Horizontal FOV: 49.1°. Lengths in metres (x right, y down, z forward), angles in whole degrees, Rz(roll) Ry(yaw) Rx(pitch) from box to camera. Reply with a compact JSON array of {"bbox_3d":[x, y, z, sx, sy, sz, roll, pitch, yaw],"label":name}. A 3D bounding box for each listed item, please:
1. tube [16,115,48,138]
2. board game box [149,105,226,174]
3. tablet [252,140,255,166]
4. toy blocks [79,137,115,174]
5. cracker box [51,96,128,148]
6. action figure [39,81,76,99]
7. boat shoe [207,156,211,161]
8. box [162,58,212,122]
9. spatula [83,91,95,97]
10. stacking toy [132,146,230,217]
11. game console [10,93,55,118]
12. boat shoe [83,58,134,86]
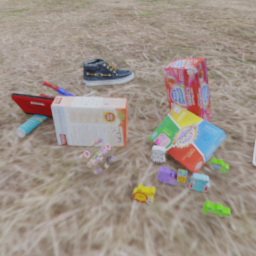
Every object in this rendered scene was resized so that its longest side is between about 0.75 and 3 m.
[{"bbox_3d":[-3.844,-0.141,11.129,0.592,0.385,1.530,15,30,8],"label":"tube"},{"bbox_3d":[1.941,0.321,9.497,1.624,0.428,2.122,-51,47,-2],"label":"board game box"},{"bbox_3d":[5.550,1.108,9.379,2.509,0.171,1.633,15,36,19],"label":"tablet"},{"bbox_3d":[-0.815,0.862,8.748,0.824,0.979,0.915,-30,17,45],"label":"toy blocks"},{"bbox_3d":[-1.290,-0.202,9.925,2.537,1.699,0.732,2,37,2],"label":"cracker box"},{"bbox_3d":[-2.129,-0.871,11.012,2.858,0.933,1.415,21,15,-10],"label":"action figure"},{"bbox_3d":[2.649,0.777,9.626,0.362,0.312,0.996,30,51,-10],"label":"boat shoe"},{"bbox_3d":[2.301,-1.290,10.661,1.244,2.496,1.192,7,34,37],"label":"box"},{"bbox_3d":[-1.694,-1.213,11.790,0.069,0.595,0.856,36,39,17],"label":"spatula"},{"bbox_3d":[1.652,1.570,8.317,2.623,0.616,1.978,11,38,13],"label":"stacking toy"},{"bbox_3d":[-3.297,-1.198,11.795,2.312,1.992,1.372,8,64,12],"label":"game console"},{"bbox_3d":[-0.994,-2.943,14.451,2.715,1.232,0.961,-11,35,-15],"label":"boat shoe"}]
